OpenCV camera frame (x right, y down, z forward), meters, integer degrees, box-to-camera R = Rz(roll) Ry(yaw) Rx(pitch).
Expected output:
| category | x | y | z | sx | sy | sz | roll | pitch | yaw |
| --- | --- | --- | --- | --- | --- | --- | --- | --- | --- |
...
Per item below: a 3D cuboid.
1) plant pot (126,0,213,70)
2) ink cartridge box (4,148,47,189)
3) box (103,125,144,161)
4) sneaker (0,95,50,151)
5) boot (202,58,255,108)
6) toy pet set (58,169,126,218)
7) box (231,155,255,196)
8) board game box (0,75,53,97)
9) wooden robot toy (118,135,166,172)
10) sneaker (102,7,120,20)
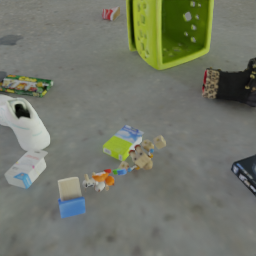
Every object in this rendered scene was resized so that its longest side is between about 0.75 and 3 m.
| category | x | y | z | sx | sy | sz | roll | pitch | yaw |
| --- | --- | --- | --- | --- | --- | --- | --- | --- | --- |
| plant pot | 1.490 | -4.380 | 11.445 | 2.868 | 2.882 | 2.615 | -23 | 39 | -25 |
| ink cartridge box | -2.388 | 0.954 | 6.747 | 0.558 | 0.329 | 0.969 | 11 | 41 | 22 |
| box | -0.109 | 0.383 | 7.543 | 0.649 | 0.254 | 1.064 | 23 | 44 | 25 |
| sneaker | -3.137 | -0.462 | 7.937 | 0.970 | 1.105 | 2.758 | -33 | 48 | -31 |
| boot | 3.641 | -1.700 | 9.578 | 2.015 | 0.979 | 2.676 | 10 | 46 | 11 |
| toy pet set | -0.751 | 1.314 | 5.650 | 1.295 | 1.387 | 0.737 | -10 | 85 | -16 |
| box | 3.197 | 1.169 | 6.578 | 0.960 | 0.261 | 1.198 | -14 | 41 | -16 |
| board game box | -3.646 | -1.503 | 9.907 | 1.755 | 0.206 | 0.919 | 8 | 39 | 10 |
| wooden robot toy | 0.415 | 0.734 | 6.854 | 1.318 | 0.598 | 0.581 | -41 | 34 | 6 |
| sneaker | -0.976 | -6.530 | 15.814 | 0.797 | 0.505 | 1.417 | 14 | 43 | 11 |
